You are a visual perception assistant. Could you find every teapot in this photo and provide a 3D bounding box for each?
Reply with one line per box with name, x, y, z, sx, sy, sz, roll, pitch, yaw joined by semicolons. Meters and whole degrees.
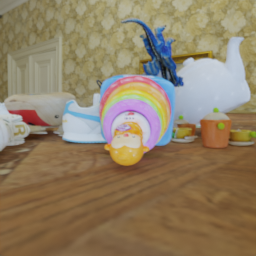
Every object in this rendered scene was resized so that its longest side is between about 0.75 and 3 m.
teapot;2.361;-1.281;9.387;2.926;2.137;2.888;-25;-8;-1

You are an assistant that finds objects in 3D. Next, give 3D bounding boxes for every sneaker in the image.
sneaker;-4.816;-0.474;11.037;2.878;1.019;1.051;-2;5;-28
sneaker;-0.309;-0.188;7.132;2.651;1.071;1.014;0;3;-16
sneaker;-2.573;0.012;5.649;1.416;0.903;2.451;-8;8;-44

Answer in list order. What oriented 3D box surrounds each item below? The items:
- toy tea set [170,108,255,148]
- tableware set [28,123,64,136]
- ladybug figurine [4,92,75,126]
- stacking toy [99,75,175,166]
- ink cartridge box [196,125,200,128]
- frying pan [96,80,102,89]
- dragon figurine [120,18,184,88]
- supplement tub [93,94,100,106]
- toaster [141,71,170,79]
toy tea set;1.832;-0.070;6.866;1.385;0.862;2.328;-3;5;-35
tableware set;-2.808;0.055;8.835;2.461;0.342;2.946;-4;5;-36
ladybug figurine;-2.882;-0.623;9.153;2.765;0.995;1.877;5;13;38
stacking toy;0.062;-0.050;5.025;1.645;1.556;2.835;3;17;5
ink cartridge box;3.076;-0.209;12.011;1.168;0.346;0.606;-3;5;-31
frying pan;-0.283;-0.855;8.894;1.028;1.699;0.277;-26;21;-25
dragon figurine;0.773;-1.752;6.975;0.754;1.275;2.564;-13;-15;24
supplement tub;-0.751;-1.243;16.299;2.408;1.751;1.751;-1;4;-1
toaster;1.231;-1.678;11.511;1.568;0.931;1.418;27;-31;-21
